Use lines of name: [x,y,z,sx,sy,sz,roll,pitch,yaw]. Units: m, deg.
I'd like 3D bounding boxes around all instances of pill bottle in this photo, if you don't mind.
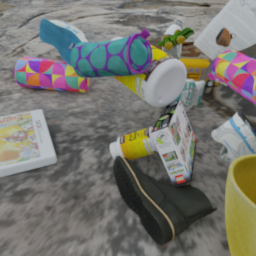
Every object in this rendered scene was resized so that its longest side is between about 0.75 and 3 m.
pill bottle: [0.161,0.429,6.802,1.149,0.628,0.628,-18,32,16]
pill bottle: [0.319,-1.557,7.233,1.238,1.238,2.266,-23,45,-29]

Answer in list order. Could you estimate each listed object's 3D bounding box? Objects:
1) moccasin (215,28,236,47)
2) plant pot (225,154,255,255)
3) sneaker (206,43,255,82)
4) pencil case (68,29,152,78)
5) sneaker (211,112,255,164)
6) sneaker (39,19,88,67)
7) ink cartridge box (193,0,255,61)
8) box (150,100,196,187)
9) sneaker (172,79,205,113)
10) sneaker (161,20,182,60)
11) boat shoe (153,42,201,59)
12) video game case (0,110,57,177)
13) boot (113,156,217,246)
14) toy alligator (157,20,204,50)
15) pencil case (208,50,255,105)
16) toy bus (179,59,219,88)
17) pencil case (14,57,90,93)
moccasin: [3.052,-2.822,8.777,0.497,0.471,1.288,30,29,0]
plant pot: [2.486,1.715,4.133,2.444,1.735,2.444,9,22,-3]
sneaker: [3.846,-1.932,8.920,1.334,0.939,2.512,8,-13,-38]
pencil case: [-0.456,-1.672,6.541,2.122,0.903,0.981,9,75,43]
sneaker: [2.480,0.578,5.980,0.875,2.018,0.757,-31,23,27]
sneaker: [-1.860,-2.895,9.407,1.134,1.074,2.807,-12,45,-44]
ink cartridge box: [4.183,-3.354,9.802,2.416,2.973,0.848,39,24,-3]
box: [1.131,0.227,6.438,0.394,1.248,2.267,-20,11,21]
sneaker: [1.487,-1.107,8.553,1.190,1.012,2.609,19,14,23]
sneaker: [1.498,-2.738,9.105,0.715,0.753,1.871,23,-5,7]
boat shoe: [1.950,-3.554,12.533,2.615,0.939,0.990,3,35,5]
video game case: [-3.448,0.424,7.448,2.661,0.305,2.422,-13,37,-18]
boot: [0.696,1.295,5.949,1.428,0.800,2.065,-15,51,-28]
toy alligator: [1.319,-2.244,6.956,1.230,0.295,0.408,-21,47,18]
pencil case: [2.976,-1.195,6.944,0.990,0.990,2.239,-10,30,-14]
toy bus: [2.233,-2.044,10.362,2.294,0.898,0.747,-2,35,-8]
pencil case: [-2.616,-1.925,10.040,2.681,1.185,1.185,3,35,3]
